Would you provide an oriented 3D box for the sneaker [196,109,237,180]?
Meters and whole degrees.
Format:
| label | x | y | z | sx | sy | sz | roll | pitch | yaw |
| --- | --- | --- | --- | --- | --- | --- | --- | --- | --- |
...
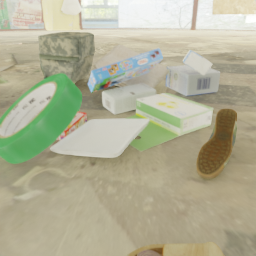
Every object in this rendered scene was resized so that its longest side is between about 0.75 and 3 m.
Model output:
| label | x | y | z | sx | sy | sz | roll | pitch | yaw |
| --- | --- | --- | --- | --- | --- | --- | --- | --- | --- |
| sneaker | 2.212 | 0.524 | 6.767 | 0.660 | 0.884 | 1.968 | 13 | 58 | 28 |

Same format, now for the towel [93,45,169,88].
| label | x | y | z | sx | sy | sz | roll | pitch | yaw |
| --- | --- | --- | --- | --- | --- | --- | --- | --- | --- |
| towel | 0.094 | -2.590 | 12.355 | 2.986 | 0.515 | 1.979 | 31 | 61 | 22 |

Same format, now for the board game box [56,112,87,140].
| label | x | y | z | sx | sy | sz | roll | pitch | yaw |
| --- | --- | --- | --- | --- | --- | --- | --- | --- | --- |
| board game box | -2.076 | -0.108 | 8.611 | 1.134 | 0.347 | 1.497 | 6 | 24 | 13 |

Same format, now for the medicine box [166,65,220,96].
| label | x | y | z | sx | sy | sz | roll | pitch | yaw |
| --- | --- | --- | --- | --- | --- | --- | --- | --- | --- |
| medicine box | 2.857 | -2.203 | 12.621 | 1.662 | 0.939 | 1.825 | -10 | 25 | -21 |

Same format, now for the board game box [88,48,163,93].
| label | x | y | z | sx | sy | sz | roll | pitch | yaw |
| --- | --- | --- | --- | --- | --- | --- | --- | --- | --- |
| board game box | -0.182 | -2.130 | 10.604 | 2.587 | 0.473 | 1.957 | -23 | 1 | -12 |

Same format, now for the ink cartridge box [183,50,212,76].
| label | x | y | z | sx | sy | sz | roll | pitch | yaw |
| --- | --- | --- | --- | --- | --- | --- | --- | --- | --- |
| ink cartridge box | 2.709 | -2.634 | 11.128 | 0.941 | 0.542 | 1.625 | 31 | 20 | -1 |

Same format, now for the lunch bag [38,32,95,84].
| label | x | y | z | sx | sy | sz | roll | pitch | yaw |
| --- | --- | --- | --- | --- | --- | --- | --- | --- | --- |
| lunch bag | -2.780 | -3.121 | 12.978 | 1.974 | 2.377 | 2.834 | 5 | 23 | 10 |

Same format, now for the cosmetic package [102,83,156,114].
| label | x | y | z | sx | sy | sz | roll | pitch | yaw |
| --- | --- | --- | --- | --- | --- | --- | --- | --- | --- |
| cosmetic package | 0.049 | -1.119 | 10.402 | 1.810 | 0.670 | 0.920 | -18 | 34 | -28 |

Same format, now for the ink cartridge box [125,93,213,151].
| label | x | y | z | sx | sy | sz | roll | pitch | yaw |
| --- | --- | --- | --- | --- | --- | --- | --- | --- | --- |
| ink cartridge box | 0.890 | -0.334 | 8.771 | 2.886 | 0.692 | 2.100 | -15 | 28 | -34 |

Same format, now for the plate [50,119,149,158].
| label | x | y | z | sx | sy | sz | roll | pitch | yaw |
| --- | --- | --- | --- | --- | --- | --- | --- | --- | --- |
| plate | -0.666 | 0.266 | 7.455 | 2.021 | 0.327 | 2.025 | 0 | 24 | 28 |

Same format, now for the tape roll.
| label | x | y | z | sx | sy | sz | roll | pitch | yaw |
| --- | --- | --- | --- | --- | --- | --- | --- | --- | --- |
| tape roll | -2.311 | -0.293 | 6.986 | 2.513 | 0.604 | 2.513 | -27 | 35 | 21 |

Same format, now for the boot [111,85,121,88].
| label | x | y | z | sx | sy | sz | roll | pitch | yaw |
| --- | --- | --- | --- | --- | --- | --- | --- | --- | --- |
| boot | -0.389 | -2.376 | 12.802 | 1.465 | 1.057 | 0.531 | 19 | -2 | 35 |

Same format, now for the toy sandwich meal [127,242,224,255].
| label | x | y | z | sx | sy | sz | roll | pitch | yaw |
| --- | --- | --- | --- | --- | --- | --- | --- | --- | --- |
| toy sandwich meal | 0.558 | 1.979 | 3.643 | 1.593 | 0.546 | 1.593 | 0 | 24 | 0 |
